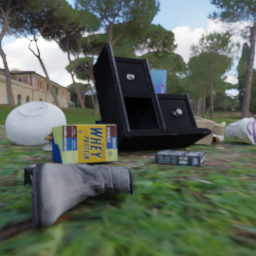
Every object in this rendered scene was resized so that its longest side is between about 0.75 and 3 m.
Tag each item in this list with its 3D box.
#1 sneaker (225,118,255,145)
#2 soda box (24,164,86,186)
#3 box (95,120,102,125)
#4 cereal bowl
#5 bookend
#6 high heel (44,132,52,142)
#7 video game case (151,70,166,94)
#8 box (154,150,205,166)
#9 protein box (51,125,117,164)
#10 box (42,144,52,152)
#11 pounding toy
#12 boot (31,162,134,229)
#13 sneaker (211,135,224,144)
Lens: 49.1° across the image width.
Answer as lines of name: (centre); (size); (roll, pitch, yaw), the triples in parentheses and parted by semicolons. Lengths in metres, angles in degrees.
sneaker: (4.398, 0.212, 10.951); (1.281, 0.963, 2.571); (0, -8, 26)
soda box: (-1.054, 0.686, 4.113); (0.867, 0.275, 0.307); (-1, 2, -5)
box: (-0.526, 0.209, 8.895); (0.934, 0.942, 0.580); (-1, 1, -22)
cereal bowl: (-3.553, -0.348, 10.730); (2.281, 0.950, 2.281); (1, 33, -1)
bookend: (0.629, -0.822, 8.315); (2.829, 2.811, 1.303); (0, -24, -27)
high heel: (-1.838, 0.294, 8.960); (1.429, 0.510, 1.018); (-12, 22, -44)
video game case: (1.118, -0.805, 11.081); (0.612, 2.694, 2.442); (3, 5, 5)
box: (1.152, 0.652, 6.159); (0.995, 0.217, 0.797); (1, 2, 21)
protein box: (-0.996, 0.343, 6.172); (1.156, 0.780, 1.147); (-1, -2, -26)
box: (-2.116, 0.597, 8.821); (0.708, 0.189, 1.168); (0, 0, 7)
pounding toy: (2.697, 0.196, 10.421); (1.945, 1.013, 2.214); (4, 9, -20)
boot: (-0.412, 0.597, 2.991); (1.020, 0.541, 1.550); (1, 4, -6)
sneaker: (3.167, 0.417, 11.018); (0.474, 0.407, 1.119); (-12, 3, -32)
